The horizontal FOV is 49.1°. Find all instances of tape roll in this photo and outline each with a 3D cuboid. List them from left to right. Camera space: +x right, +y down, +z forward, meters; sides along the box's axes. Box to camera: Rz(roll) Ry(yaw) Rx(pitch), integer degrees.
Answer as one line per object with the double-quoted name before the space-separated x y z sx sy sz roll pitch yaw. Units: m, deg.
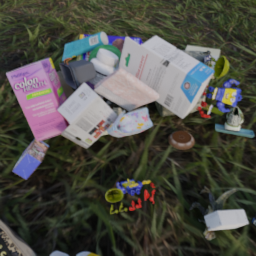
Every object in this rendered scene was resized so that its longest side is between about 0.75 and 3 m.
"tape roll" -0.915 -2.692 11.627 1.466 1.466 0.352 -7 40 -8

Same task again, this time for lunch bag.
"lunch bag" -0.015 -0.138 9.134 1.259 1.068 0.801 -18 86 -18
"lunch bag" 2.278 -1.907 11.661 2.192 2.613 1.821 -7 40 -7

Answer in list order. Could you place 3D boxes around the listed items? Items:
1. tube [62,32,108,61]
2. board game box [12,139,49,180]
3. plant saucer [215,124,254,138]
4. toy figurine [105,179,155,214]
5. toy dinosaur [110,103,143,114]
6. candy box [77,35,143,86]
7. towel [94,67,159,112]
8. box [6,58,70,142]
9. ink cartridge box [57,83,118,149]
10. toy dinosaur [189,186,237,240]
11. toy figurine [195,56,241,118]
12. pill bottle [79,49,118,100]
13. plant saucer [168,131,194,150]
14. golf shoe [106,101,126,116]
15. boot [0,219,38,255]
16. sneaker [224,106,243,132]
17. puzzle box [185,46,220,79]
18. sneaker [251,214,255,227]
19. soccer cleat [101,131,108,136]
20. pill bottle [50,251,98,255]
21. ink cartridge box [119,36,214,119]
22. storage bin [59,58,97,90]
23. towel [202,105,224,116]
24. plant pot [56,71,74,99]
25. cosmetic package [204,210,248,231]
"tube" -1.976 -3.581 12.262 2.282 0.575 0.883 -8 60 28
"board game box" -3.155 0.981 9.126 0.529 0.872 1.093 38 18 -17
"plant saucer" 4.179 0.127 11.065 1.457 0.138 0.510 11 26 14
"toy figurine" -0.035 1.998 8.709 1.544 0.814 0.925 -11 13 -17
"toy dinosaur" -0.088 -1.205 10.655 1.310 2.561 0.986 11 50 19
"candy box" -0.891 -2.921 12.903 2.861 2.419 1.102 7 0 12
"towel" -0.082 -1.170 9.113 1.651 1.577 0.266 30 58 -29
"box" -2.865 -1.046 9.550 1.122 2.321 2.042 -19 18 -1
"ink cartridge box" -1.376 -0.309 9.091 1.604 1.827 0.766 -45 64 -1
"toy dinosaur" 2.424 2.316 8.226 0.941 0.507 2.135 34 50 14
"toy figurine" 3.506 -1.382 10.188 1.330 2.220 1.171 10 14 -11
"pill bottle" -1.141 -2.038 10.953 1.067 1.916 1.067 23 27 -13
"plant saucer" 2.048 0.417 10.756 1.022 0.187 1.022 0 39 0
"golf shoe" -0.976 -0.757 11.587 1.927 0.937 0.754 -10 41 -11
"boot" -3.533 3.305 6.765 2.503 0.916 1.884 28 47 22
"sneaker" 4.380 -0.540 11.338 0.696 0.803 1.811 14 33 16
"puzzle box" 3.976 -3.727 15.581 1.964 0.375 2.953 13 42 15
"sneaker" 3.755 2.868 7.512 1.023 0.668 1.829 21 36 28
"soccer cleat" -0.813 -0.013 10.757 1.798 0.623 0.697 -21 35 -28
"pill bottle" -0.651 3.550 6.054 2.459 1.377 1.377 12 41 14
"ink cartridge box" 1.177 -1.902 9.665 2.973 1.724 1.008 36 51 15
"storage bin" -1.740 -2.016 9.764 0.887 0.961 1.320 -26 29 -21
"towel" 3.758 -0.800 12.298 0.898 0.081 0.387 25 47 26
"plant pot" -3.029 -1.085 11.490 1.685 1.942 1.942 -31 47 -9
"cosmetic package" 2.664 2.505 7.614 1.022 0.576 0.414 10 54 -29
